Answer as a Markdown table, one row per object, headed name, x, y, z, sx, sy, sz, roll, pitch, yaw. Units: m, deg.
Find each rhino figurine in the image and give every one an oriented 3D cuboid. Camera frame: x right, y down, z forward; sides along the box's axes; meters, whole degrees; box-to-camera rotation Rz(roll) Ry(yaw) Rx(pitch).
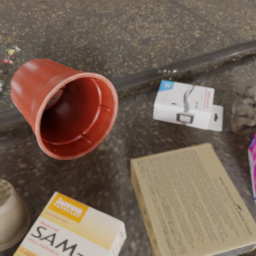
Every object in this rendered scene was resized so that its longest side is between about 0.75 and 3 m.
| name | x | y | z | sx | sy | sz | roll | pitch | yaw |
| --- | --- | --- | --- | --- | --- | --- | --- | --- | --- |
| rhino figurine | 4.028 | -0.719 | 9.550 | 0.728 | 1.065 | 2.436 | 40 | 45 | -19 |

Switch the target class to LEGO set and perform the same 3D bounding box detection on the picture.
| name | x | y | z | sx | sy | sz | roll | pitch | yaw |
| --- | --- | --- | --- | --- | --- | --- | --- | --- | --- |
| LEGO set | -4.780 | -1.741 | 10.372 | 2.920 | 0.828 | 1.896 | -53 | 41 | -3 |

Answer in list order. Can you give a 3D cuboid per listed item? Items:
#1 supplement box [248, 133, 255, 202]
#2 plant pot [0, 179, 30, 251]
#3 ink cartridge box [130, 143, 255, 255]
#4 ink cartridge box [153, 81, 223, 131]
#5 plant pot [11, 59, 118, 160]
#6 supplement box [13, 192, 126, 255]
| name | x | y | z | sx | sy | sz | roll | pitch | yaw |
| --- | --- | --- | --- | --- | --- | --- | --- | --- | --- |
| supplement box | 4.072 | 1.096 | 7.870 | 0.979 | 0.959 | 1.895 | 8 | 46 | 8 |
| plant pot | -3.155 | 1.948 | 6.661 | 1.489 | 1.292 | 1.489 | 7 | 40 | -6 |
| ink cartridge box | 1.494 | 1.909 | 7.021 | 2.324 | 1.059 | 2.821 | -9 | 47 | -10 |
| ink cartridge box | 2.181 | -0.799 | 9.805 | 2.364 | 0.788 | 1.369 | 11 | 47 | 10 |
| plant pot | -2.198 | -0.841 | 8.764 | 2.710 | 2.710 | 2.635 | -32 | 47 | -27 |
| supplement box | -1.447 | 3.017 | 5.767 | 1.788 | 1.043 | 2.837 | 18 | 56 | 17 |
